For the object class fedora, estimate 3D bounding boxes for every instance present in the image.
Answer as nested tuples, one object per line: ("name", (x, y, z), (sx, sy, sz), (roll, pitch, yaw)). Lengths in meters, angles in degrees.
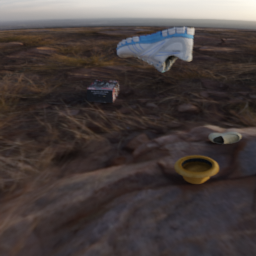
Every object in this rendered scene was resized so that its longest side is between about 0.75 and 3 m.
("fedora", (2.039, 1.304, 8.389), (1.294, 0.528, 1.294), (-5, 26, 2))

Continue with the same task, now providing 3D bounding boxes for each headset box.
("headset box", (-1.323, -1.924, 14.814), (1.399, 0.726, 1.880), (4, 25, 8))

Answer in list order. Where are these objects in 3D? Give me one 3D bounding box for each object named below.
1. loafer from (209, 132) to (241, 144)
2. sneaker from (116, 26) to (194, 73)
("loafer", (3.596, 0.414, 10.385), (1.151, 0.436, 0.393), (-4, 26, 13))
("sneaker", (0.640, -1.957, 7.428), (2.334, 1.012, 0.875), (1, 13, 41))
